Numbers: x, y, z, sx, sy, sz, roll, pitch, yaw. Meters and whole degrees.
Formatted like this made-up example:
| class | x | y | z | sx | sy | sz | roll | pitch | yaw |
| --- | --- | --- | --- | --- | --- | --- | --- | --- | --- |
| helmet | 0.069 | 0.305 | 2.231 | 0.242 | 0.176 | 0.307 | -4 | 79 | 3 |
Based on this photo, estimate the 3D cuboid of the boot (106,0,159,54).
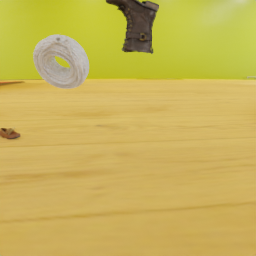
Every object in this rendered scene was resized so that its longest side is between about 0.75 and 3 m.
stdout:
| class | x | y | z | sx | sy | sz | roll | pitch | yaw |
| --- | --- | --- | --- | --- | --- | --- | --- | --- | --- |
| boot | 0.056 | -3.435 | 9.424 | 2.007 | 1.748 | 0.695 | 11 | 18 | -9 |

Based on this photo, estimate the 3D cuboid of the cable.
| class | x | y | z | sx | sy | sz | roll | pitch | yaw |
| --- | --- | --- | --- | --- | --- | --- | --- | --- | --- |
| cable | -2.156 | -2.098 | 9.036 | 1.798 | 1.798 | 0.623 | -6 | 44 | 28 |

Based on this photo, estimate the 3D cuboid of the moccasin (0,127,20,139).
| class | x | y | z | sx | sy | sz | roll | pitch | yaw |
| --- | --- | --- | --- | --- | --- | --- | --- | --- | --- |
| moccasin | -3.242 | 0.127 | 7.687 | 0.777 | 0.300 | 0.284 | 10 | 16 | 39 |
